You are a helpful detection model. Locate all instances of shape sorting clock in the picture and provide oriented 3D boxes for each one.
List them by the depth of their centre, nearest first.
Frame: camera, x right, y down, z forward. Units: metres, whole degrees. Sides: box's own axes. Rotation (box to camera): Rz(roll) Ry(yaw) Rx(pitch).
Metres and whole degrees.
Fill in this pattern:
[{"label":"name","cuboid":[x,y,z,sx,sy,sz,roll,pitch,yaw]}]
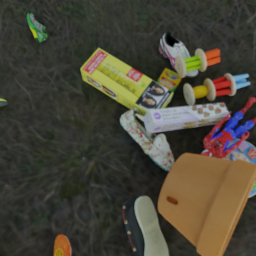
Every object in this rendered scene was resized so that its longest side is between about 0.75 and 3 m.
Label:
[{"label":"shape sorting clock","cuboid":[3.139,1.168,8.246,1.821,0.357,1.821,0,68,0]}]

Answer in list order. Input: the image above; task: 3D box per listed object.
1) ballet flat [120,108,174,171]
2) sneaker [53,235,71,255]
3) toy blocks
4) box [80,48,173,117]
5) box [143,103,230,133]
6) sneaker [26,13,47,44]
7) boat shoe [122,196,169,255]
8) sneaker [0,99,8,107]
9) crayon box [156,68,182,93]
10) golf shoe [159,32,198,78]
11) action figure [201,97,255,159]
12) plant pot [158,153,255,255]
[{"label":"ballet flat","cuboid":[0.639,0.284,8.299,2.276,0.861,0.727,45,120,15]},{"label":"sneaker","cuboid":[-1.742,3.452,7.277,0.470,0.497,1.288,-5,67,-1]},{"label":"toy blocks","cuboid":[2.747,-1.770,9.032,2.075,0.754,1.730,-15,87,-6]},{"label":"box","cuboid":[-0.067,-1.369,9.043,2.883,0.722,1.085,34,72,12]},{"label":"box","cuboid":[1.772,-0.309,8.320,2.671,0.553,0.517,-7,65,-23]},{"label":"sneaker","cuboid":[-3.309,-3.621,10.131,0.529,0.485,1.243,-23,79,-17]},{"label":"boat shoe","cuboid":[0.454,2.985,7.372,0.850,0.728,2.323,-6,77,-44]},{"label":"sneaker","cuboid":[-4.349,-0.590,8.962,1.100,0.406,0.445,-21,76,0]},{"label":"crayon box","cuboid":[1.358,-1.556,9.377,0.643,0.257,1.012,28,70,10]},{"label":"golf shoe","cuboid":[1.696,-2.437,9.428,0.646,0.819,1.779,-36,74,-16]},{"label":"action figure","cuboid":[3.108,0.087,8.383,2.745,0.709,0.898,-39,77,-19]},{"label":"plant pot","cuboid":[1.916,1.774,7.034,1.774,2.535,2.535,22,69,27]}]
